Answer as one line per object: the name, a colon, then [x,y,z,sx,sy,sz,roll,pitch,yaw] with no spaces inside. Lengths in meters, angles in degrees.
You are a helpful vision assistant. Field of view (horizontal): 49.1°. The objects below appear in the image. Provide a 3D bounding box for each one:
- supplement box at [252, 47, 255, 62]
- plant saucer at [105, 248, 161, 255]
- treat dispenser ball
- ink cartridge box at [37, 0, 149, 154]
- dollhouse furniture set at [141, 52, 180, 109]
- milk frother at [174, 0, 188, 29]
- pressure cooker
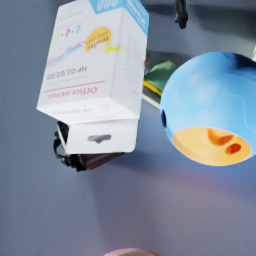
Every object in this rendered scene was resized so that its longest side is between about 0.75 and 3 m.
supplement box: [4.927,-1.830,7.337,2.906,1.951,2.903,23,63,13]
plant saucer: [0.169,3.032,4.763,2.309,0.585,2.309,5,33,-3]
treat dispenser ball: [1.979,-0.409,6.252,2.502,2.502,2.502,0,60,0]
ink cartridge box: [-0.536,-0.861,4.392,1.382,0.814,2.401,-5,70,30]
dollhouse furniture set: [0.594,-1.754,7.728,2.418,1.213,1.584,35,66,18]
milk frother: [0.592,-4.360,9.072,2.397,2.549,2.300,1,11,42]
pressure cooker: [-0.968,0.250,6.454,1.545,1.359,1.380,-22,82,-10]
